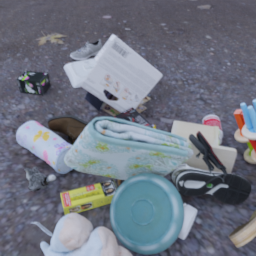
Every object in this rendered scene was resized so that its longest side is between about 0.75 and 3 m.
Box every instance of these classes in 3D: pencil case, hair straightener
[{"bbox_3d":[-2.826,0.650,9.726,2.433,1.104,1.011,26,52,33],"label":"pencil case"},{"bbox_3d":[2.265,0.873,8.231,0.658,0.350,1.710,-16,61,-22],"label":"hair straightener"}]

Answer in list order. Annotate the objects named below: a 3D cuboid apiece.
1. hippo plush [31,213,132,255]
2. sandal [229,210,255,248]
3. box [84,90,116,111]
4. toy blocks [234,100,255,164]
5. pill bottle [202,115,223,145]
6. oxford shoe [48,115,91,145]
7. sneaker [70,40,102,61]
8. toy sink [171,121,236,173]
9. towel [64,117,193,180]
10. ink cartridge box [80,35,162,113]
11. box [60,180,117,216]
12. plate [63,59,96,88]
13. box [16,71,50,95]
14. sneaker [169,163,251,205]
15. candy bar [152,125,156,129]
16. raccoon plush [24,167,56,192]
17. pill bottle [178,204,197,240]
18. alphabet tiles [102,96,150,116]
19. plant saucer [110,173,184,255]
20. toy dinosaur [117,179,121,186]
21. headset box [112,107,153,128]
[{"bbox_3d":[-1.410,3.258,5.736,2.819,2.245,2.266,14,41,16],"label":"hippo plush"},{"bbox_3d":[3.912,2.593,7.485,3.103,1.138,1.021,-18,62,-38],"label":"sandal"},{"bbox_3d":[-0.892,-1.800,12.099,0.969,1.560,1.573,42,53,4],"label":"box"},{"bbox_3d":[3.969,0.142,8.800,1.005,2.769,2.308,-27,23,10],"label":"toy blocks"},{"bbox_3d":[3.245,0.113,10.761,0.692,0.692,1.233,4,40,5],"label":"pill bottle"},{"bbox_3d":[-2.015,0.143,10.388,2.320,0.843,0.979,11,49,13],"label":"oxford shoe"},{"bbox_3d":[-2.446,-4.586,16.304,2.166,0.888,0.809,-30,48,-31],"label":"sneaker"},{"bbox_3d":[2.458,0.718,9.506,2.097,1.367,1.175,9,40,12],"label":"toy sink"},{"bbox_3d":[-0.058,0.795,7.871,2.977,2.548,0.717,15,55,-21],"label":"towel"},{"bbox_3d":[-0.270,-1.936,10.933,2.530,2.229,0.566,32,14,-30],"label":"ink cartridge box"},{"bbox_3d":[-1.157,2.110,8.534,1.684,0.422,0.634,-12,39,-14],"label":"box"},{"bbox_3d":[-2.004,-3.067,14.861,2.458,0.398,2.463,-15,42,-17],"label":"plate"},{"bbox_3d":[-4.518,-2.170,13.472,1.226,0.762,0.910,8,40,9],"label":"box"},{"bbox_3d":[2.465,1.551,8.751,2.537,0.957,1.460,13,11,-15],"label":"sneaker"},{"bbox_3d":[0.959,0.571,10.543,0.545,0.242,2.185,-9,40,1],"label":"candy bar"},{"bbox_3d":[-2.723,1.458,8.779,1.180,0.571,0.791,-28,71,19],"label":"raccoon plush"},{"bbox_3d":[0.843,2.228,7.842,1.956,1.118,1.118,23,45,24],"label":"pill bottle"},{"bbox_3d":[-0.051,-1.096,12.716,1.769,0.080,2.116,31,49,32],"label":"alphabet tiles"},{"bbox_3d":[0.415,2.223,7.405,2.091,0.287,2.091,-7,71,21],"label":"plant saucer"},{"bbox_3d":[-0.269,1.585,9.234,0.579,0.329,1.090,6,46,20],"label":"toy dinosaur"},{"bbox_3d":[0.120,0.067,10.675,1.236,0.624,1.663,-27,43,-15],"label":"headset box"}]
